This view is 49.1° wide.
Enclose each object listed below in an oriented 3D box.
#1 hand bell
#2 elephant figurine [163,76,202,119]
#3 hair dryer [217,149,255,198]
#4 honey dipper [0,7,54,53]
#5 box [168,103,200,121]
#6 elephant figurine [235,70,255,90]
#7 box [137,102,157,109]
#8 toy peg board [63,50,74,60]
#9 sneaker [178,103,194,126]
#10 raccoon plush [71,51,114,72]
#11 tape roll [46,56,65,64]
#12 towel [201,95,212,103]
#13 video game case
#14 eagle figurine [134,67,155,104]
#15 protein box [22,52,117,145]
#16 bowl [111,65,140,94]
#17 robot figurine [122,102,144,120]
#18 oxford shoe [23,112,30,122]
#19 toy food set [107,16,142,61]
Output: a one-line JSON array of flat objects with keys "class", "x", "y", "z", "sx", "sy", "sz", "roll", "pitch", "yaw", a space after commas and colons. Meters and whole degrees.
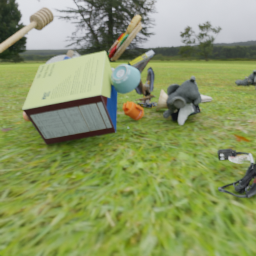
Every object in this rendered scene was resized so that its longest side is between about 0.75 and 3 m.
[{"class": "hand bell", "x": 2.385, "y": -1.035, "z": 13.036, "sx": 1.992, "sy": 1.037, "sz": 1.037, "roll": 15, "pitch": 19, "yaw": 6}, {"class": "elephant figurine", "x": 1.846, "y": -1.074, "z": 10.321, "sx": 1.550, "sy": 1.202, "sz": 1.097, "roll": -20, "pitch": 6, "yaw": 11}, {"class": "hair dryer", "x": 3.133, "y": 1.118, "z": 6.240, "sx": 2.259, "sy": 0.614, "sz": 1.721, "roll": -2, "pitch": 32, "yaw": 13}, {"class": "honey dipper", "x": -3.376, "y": -2.946, "z": 8.735, "sx": 0.567, "sy": 0.567, "sz": 2.987, "roll": 8, "pitch": 44, "yaw": 25}, {"class": "box", "x": 2.328, "y": -0.910, "z": 11.851, "sx": 1.181, "sy": 0.660, "sz": 1.673, "roll": -15, "pitch": 12, "yaw": 12}, {"class": "elephant figurine", "x": 3.618, "y": -1.368, "z": 7.694, "sx": 0.855, "sy": 0.780, "sz": 1.103, "roll": 18, "pitch": 16, "yaw": -3}, {"class": "box", "x": 0.955, "y": -1.172, "z": 14.202, "sx": 0.819, "sy": 0.202, "sz": 0.654, "roll": 9, "pitch": 17, "yaw": 28}, {"class": "toy peg board", "x": -2.029, "y": -1.639, "z": 10.653, "sx": 2.124, "sy": 2.116, "sz": 1.039, "roll": 31, "pitch": 9, "yaw": 12}, {"class": "sneaker", "x": 2.258, "y": -0.610, "z": 10.744, "sx": 0.507, "sy": 1.145, "sz": 0.431, "roll": 17, "pitch": 8, "yaw": 22}, {"class": "raccoon plush", "x": -1.378, "y": -2.226, "z": 10.182, "sx": 1.549, "sy": 0.750, "sz": 1.038, "roll": 0, "pitch": 50, "yaw": -34}, {"class": "tape roll", "x": -2.578, "y": -1.749, "z": 11.896, "sx": 2.595, "sy": 2.595, "sz": 0.474, "roll": 5, "pitch": 12, "yaw": 15}, {"class": "towel", "x": 3.635, "y": -1.591, "z": 15.479, "sx": 1.710, "sy": 0.295, "sz": 1.134, "roll": -8, "pitch": 20, "yaw": -25}, {"class": "video game case", "x": 0.346, "y": -2.838, "z": 13.453, "sx": 1.614, "sy": 0.228, "sz": 1.786, "roll": -35, "pitch": -8, "yaw": -30}, {"class": "eagle figurine", "x": 0.677, "y": -1.743, "z": 11.474, "sx": 1.006, "sy": 1.333, "sz": 1.011, "roll": -32, "pitch": -27, "yaw": 36}, {"class": "protein box", "x": -1.636, "y": -0.942, "z": 8.750, "sx": 2.282, "sy": 1.540, "sz": 2.266, "roll": -10, "pitch": 44, "yaw": 9}, {"class": "bowl", "x": -0.147, "y": -1.562, "z": 8.542, "sx": 0.936, "sy": 0.936, "sz": 0.489, "roll": 12, "pitch": -17, "yaw": 34}, {"class": "robot figurine", "x": 0.219, "y": -0.670, "z": 11.364, "sx": 0.979, "sy": 0.704, "sz": 0.571, "roll": 33, "pitch": 15, "yaw": -30}, {"class": "oxford shoe", "x": -3.308, "y": -0.566, "z": 11.125, "sx": 0.614, "sy": 0.601, "sz": 1.685, "roll": -7, "pitch": 9, "yaw": 29}, {"class": "toy food set", "x": -0.156, "y": -3.470, "z": 11.170, "sx": 0.473, "sy": 1.926, "sz": 1.945, "roll": 38, "pitch": -5, "yaw": -11}]
